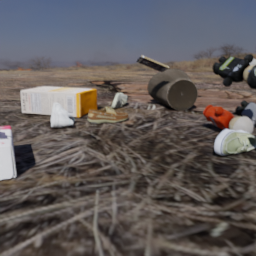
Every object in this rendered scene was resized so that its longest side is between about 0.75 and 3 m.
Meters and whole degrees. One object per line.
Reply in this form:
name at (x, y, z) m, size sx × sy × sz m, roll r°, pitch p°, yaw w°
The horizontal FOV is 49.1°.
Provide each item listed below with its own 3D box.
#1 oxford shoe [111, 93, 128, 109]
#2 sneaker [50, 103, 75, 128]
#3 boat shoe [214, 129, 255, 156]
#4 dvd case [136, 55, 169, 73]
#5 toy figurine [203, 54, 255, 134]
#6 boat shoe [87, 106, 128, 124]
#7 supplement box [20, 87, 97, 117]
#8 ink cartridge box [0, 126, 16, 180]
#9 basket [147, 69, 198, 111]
oxford shoe at (-0.383, -1.321, 13.765) m, size 0.551 × 0.717 × 1.907 m, roll 27°, pitch 18°, yaw 4°
sneaker at (-2.397, -0.408, 10.300) m, size 0.843 × 0.717 × 1.904 m, roll 6°, pitch 20°, yaw -18°
boat shoe at (2.822, 0.352, 7.179) m, size 1.759 × 0.633 × 0.546 m, roll -10°, pitch 19°, yaw -44°
dvd case at (1.044, -2.770, 12.165) m, size 1.290 × 0.103 × 0.959 m, roll 20°, pitch -3°, yaw -10°
toy figurine at (3.877, -1.001, 8.808) m, size 2.475 × 2.514 × 1.749 m, roll -5°, pitch 24°, yaw -29°
boat shoe at (-0.750, -0.499, 10.543) m, size 1.581 × 0.584 × 0.598 m, roll -6°, pitch 16°, yaw -23°
supplement box at (-2.984, -1.182, 12.287) m, size 2.796 × 1.028 × 1.762 m, roll 5°, pitch 15°, yaw 17°
ink cartridge box at (-3.198, 0.540, 6.143) m, size 1.280 × 0.746 × 1.768 m, roll -6°, pitch 15°, yaw -22°
basket at (2.327, -1.875, 13.811) m, size 2.326 × 1.755 × 2.580 m, roll -14°, pitch 19°, yaw -3°
